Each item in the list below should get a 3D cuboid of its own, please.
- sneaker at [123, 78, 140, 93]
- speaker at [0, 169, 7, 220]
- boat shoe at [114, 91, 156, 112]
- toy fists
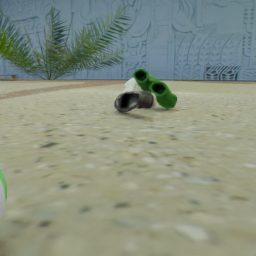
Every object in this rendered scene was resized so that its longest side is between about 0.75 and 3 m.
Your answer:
[{"bbox_3d":[0.255,-1.969,13.819,0.748,0.853,2.128,32,29,-21],"label":"sneaker"},{"bbox_3d":[-1.563,0.815,1.501,1.072,1.072,2.423,0,12,-1],"label":"speaker"},{"bbox_3d":[0.031,-0.984,9.978,0.662,0.776,2.322,7,-3,-34],"label":"boat shoe"},{"bbox_3d":[1.157,-1.628,11.716,2.302,0.792,1.173,43,-4,40],"label":"toy fists"}]
